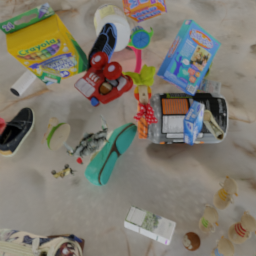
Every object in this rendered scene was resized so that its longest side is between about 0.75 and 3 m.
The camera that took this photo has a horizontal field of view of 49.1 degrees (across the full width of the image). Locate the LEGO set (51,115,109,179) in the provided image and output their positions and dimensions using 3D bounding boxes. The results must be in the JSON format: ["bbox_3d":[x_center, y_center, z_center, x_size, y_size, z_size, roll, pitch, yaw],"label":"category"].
[{"bbox_3d":[-1.055,0.624,6.936,1.316,2.026,0.574,-17,54,-44],"label":"LEGO set"}]

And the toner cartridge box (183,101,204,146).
[{"bbox_3d":[1.795,-0.089,7.739,0.297,1.374,0.653,24,71,22],"label":"toner cartridge box"}]

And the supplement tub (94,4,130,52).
[{"bbox_3d":[-0.580,-3.593,10.053,1.205,1.205,1.662,-8,44,-6],"label":"supplement tub"}]

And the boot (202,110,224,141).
[{"bbox_3d":[2.423,-0.063,8.031,0.326,0.905,0.700,-34,48,11],"label":"boot"}]

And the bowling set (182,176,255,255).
[{"bbox_3d":[2.595,2.993,7.770,1.945,1.500,2.795,-16,54,-12],"label":"bowling set"}]

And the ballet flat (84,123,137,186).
[{"bbox_3d":[-0.674,0.752,9.868,0.983,0.940,2.793,12,51,27],"label":"ballet flat"}]

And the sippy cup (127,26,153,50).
[{"bbox_3d":[0.434,-3.630,11.076,1.026,0.806,0.752,3,41,-14],"label":"sippy cup"}]

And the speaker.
[{"bbox_3d":[-4.531,-1.927,12.101,0.501,0.501,1.234,18,56,13],"label":"speaker"}]

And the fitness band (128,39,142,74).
[{"bbox_3d":[-0.407,-3.009,12.715,2.056,0.536,2.863,4,64,2],"label":"fitness band"}]

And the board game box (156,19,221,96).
[{"bbox_3d":[1.898,-2.137,8.686,1.858,1.413,0.418,-62,30,5],"label":"board game box"}]

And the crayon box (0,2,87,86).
[{"bbox_3d":[-2.676,-2.580,9.289,1.786,2.841,0.733,-18,68,9],"label":"crayon box"}]

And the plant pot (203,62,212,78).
[{"bbox_3d":[3.423,-2.802,12.642,0.872,0.872,0.828,29,46,20],"label":"plant pot"}]

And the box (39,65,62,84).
[{"bbox_3d":[-2.527,-1.745,8.995,0.629,0.259,1.073,14,21,-26],"label":"box"}]

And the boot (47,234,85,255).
[{"bbox_3d":[-1.295,4.076,7.457,2.477,0.854,2.658,2,49,-1],"label":"boot"}]

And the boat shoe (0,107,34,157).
[{"bbox_3d":[-4.189,0.011,10.527,0.842,0.702,2.256,9,52,9],"label":"boat shoe"}]

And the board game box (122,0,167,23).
[{"bbox_3d":[0.568,-4.788,10.270,1.232,1.231,1.231,-10,91,26],"label":"board game box"}]

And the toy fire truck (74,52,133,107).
[{"bbox_3d":[-0.596,-1.055,6.643,1.110,0.741,1.322,-48,54,1],"label":"toy fire truck"}]

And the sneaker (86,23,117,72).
[{"bbox_3d":[-0.759,-2.192,7.875,0.554,1.581,0.616,21,15,20],"label":"sneaker"}]

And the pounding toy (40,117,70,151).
[{"bbox_3d":[-2.024,0.116,7.409,0.490,1.055,0.814,27,81,16],"label":"pounding toy"}]

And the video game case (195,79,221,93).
[{"bbox_3d":[3.175,-1.527,12.008,1.420,0.172,1.560,14,55,10],"label":"video game case"}]

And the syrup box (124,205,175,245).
[{"bbox_3d":[0.644,2.913,8.405,1.429,0.582,0.563,19,55,14],"label":"syrup box"}]

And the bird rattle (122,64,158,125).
[{"bbox_3d":[0.499,-0.975,8.293,0.973,1.727,1.408,-14,10,7],"label":"bird rattle"}]

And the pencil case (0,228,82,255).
[{"bbox_3d":[-2.221,2.401,5.190,2.819,1.261,1.097,-1,27,23],"label":"pencil case"}]

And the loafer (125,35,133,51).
[{"bbox_3d":[-0.403,-4.587,13.938,2.131,0.757,0.778,23,56,17],"label":"loafer"}]

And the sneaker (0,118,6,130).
[{"bbox_3d":[-5.397,0.400,10.099,1.068,0.908,2.463,15,54,10],"label":"sneaker"}]

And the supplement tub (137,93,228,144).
[{"bbox_3d":[1.853,-0.348,10.084,2.998,1.837,1.837,0,53,0],"label":"supplement tub"}]
